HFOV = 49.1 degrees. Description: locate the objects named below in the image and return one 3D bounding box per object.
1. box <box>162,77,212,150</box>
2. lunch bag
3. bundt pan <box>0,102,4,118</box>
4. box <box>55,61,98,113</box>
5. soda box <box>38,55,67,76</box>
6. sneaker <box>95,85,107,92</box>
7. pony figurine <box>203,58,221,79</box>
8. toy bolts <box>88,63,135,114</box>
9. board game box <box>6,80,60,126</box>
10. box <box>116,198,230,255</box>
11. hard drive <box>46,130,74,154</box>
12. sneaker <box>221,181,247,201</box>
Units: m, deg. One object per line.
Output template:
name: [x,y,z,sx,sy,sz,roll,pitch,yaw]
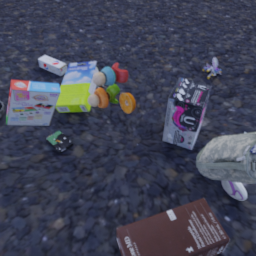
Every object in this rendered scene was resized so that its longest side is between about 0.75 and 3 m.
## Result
box: [2.038,-0.462,9.829,1.184,2.064,1.364,17,48,16]
lunch bag: [2.534,0.716,6.283,1.393,1.661,1.157,-11,89,-28]
bundt pan: [-5.510,-0.604,11.122,1.196,0.449,1.196,1,45,-1]
box: [-2.076,-1.717,11.649,1.413,0.552,2.317,-1,57,17]
soda box: [-3.639,-3.014,13.510,1.446,0.460,0.492,26,51,23]
sneaker: [-1.299,-1.717,12.113,1.481,0.607,0.571,16,47,15]
pony figurine: [3.957,-2.776,13.231,0.871,0.725,0.841,-24,82,-26]
toy bolts: [-0.604,-1.191,9.318,1.131,1.631,1.558,-22,47,-31]
board game box: [-2.952,-0.701,8.608,1.361,1.778,0.359,1,57,-28]
box: [1.107,2.927,7.266,2.592,0.971,1.298,-16,48,-13]
hard drive: [-2.500,0.506,10.210,0.629,0.170,0.900,-35,55,-30]
sneaker: [3.280,1.434,8.920,0.918,0.690,1.843,-15,47,-15]
